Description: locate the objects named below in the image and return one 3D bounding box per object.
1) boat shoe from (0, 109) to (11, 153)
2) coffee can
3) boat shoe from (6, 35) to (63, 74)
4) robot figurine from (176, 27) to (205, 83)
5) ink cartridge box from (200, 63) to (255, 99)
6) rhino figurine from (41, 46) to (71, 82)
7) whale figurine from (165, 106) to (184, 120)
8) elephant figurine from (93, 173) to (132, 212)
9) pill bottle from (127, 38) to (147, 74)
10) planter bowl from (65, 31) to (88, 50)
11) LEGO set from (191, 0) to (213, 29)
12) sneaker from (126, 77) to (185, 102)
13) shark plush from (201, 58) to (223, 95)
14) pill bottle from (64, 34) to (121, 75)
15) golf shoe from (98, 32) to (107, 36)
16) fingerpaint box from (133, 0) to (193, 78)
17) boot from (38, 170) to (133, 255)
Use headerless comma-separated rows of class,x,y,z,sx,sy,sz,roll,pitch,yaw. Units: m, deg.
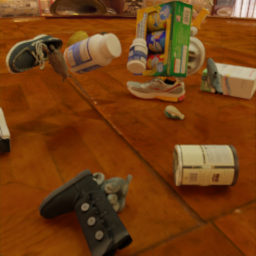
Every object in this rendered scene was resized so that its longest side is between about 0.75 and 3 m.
boat shoe,-5.104,0.043,10.060,1.257,1.012,2.710,-8,29,-30
coffee can,2.158,1.073,8.011,1.598,1.170,1.170,0,28,1
boat shoe,-3.460,-2.803,10.640,0.840,1.018,2.718,10,33,19
robot figurine,2.312,-2.906,11.252,1.468,2.205,2.600,19,24,8
ink cartridge box,5.369,-2.513,14.741,2.574,1.126,1.870,14,32,27
rhino figurine,-2.266,-2.028,9.197,0.474,1.585,0.693,-41,70,-13
whale figurine,1.962,-0.573,11.998,0.854,0.443,0.680,31,32,5
elephant figurine,-0.755,1.663,7.344,1.364,0.965,1.059,1,-6,34
pill bottle,0.290,-2.177,8.416,0.548,0.548,0.988,4,65,8
planter bowl,-2.040,-3.434,12.413,0.631,1.515,1.515,34,40,20
LEGO set,2.770,-4.770,12.373,2.327,1.071,0.866,-31,10,34
sneaker,1.361,-2.106,13.904,2.923,1.201,1.138,6,29,12
shark plush,3.171,-1.838,10.532,0.824,0.755,1.814,3,45,13
pill bottle,-1.280,-2.708,10.213,2.004,1.123,1.123,-10,19,35
golf shoe,-1.378,-4.146,13.842,0.490,1.261,0.596,-25,79,-41
fingerpaint box,1.118,-2.930,9.631,0.856,2.334,1.947,-3,12,-36
boot,-1.051,2.201,6.440,1.669,0.665,2.025,-41,57,2
